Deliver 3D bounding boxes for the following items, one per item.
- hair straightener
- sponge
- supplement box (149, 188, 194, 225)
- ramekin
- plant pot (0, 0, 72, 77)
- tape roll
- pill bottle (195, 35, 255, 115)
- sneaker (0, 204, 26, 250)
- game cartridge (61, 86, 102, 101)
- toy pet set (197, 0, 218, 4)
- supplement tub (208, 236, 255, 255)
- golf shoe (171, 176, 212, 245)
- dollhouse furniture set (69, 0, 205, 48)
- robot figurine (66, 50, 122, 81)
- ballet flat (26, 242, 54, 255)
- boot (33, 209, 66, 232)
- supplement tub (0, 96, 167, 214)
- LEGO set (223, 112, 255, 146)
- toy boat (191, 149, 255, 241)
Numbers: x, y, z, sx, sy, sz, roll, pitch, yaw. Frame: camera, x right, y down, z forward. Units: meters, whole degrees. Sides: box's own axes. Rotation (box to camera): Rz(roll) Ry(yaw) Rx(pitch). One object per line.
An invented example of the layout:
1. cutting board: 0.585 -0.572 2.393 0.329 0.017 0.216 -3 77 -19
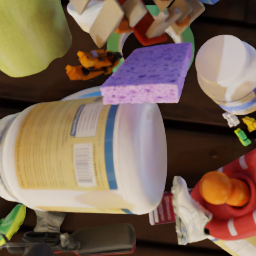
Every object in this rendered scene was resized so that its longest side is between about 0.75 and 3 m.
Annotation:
1. hair straightener: -1.141 1.944 5.008 2.577 0.992 0.527 1 55 1
2. sponge: 0.393 -0.933 4.483 1.080 1.936 0.289 -1 120 20
3. supplement box: 1.285 2.152 7.743 1.451 0.442 0.790 -7 82 0
4. ramekin: -0.769 -3.389 7.880 1.736 0.808 1.736 -16 41 14
5. plant pot: -2.390 -2.462 5.548 2.642 2.429 2.642 -12 45 12
6. tape roll: 0.645 -2.282 8.211 2.496 0.600 2.496 0 83 -1
7. pill bottle: 2.121 -1.038 5.704 1.189 2.123 1.189 -7 77 31
8. sneaker: -3.529 2.788 7.537 0.793 0.703 1.899 41 85 1
9. game cartridge: -1.102 -0.215 8.034 2.577 0.521 1.718 -21 80 -3
10. toy pet set: 1.710 -2.888 5.254 2.036 1.901 1.081 0 118 -15
11. supplement tub: 3.033 2.704 7.224 1.837 1.329 1.329 34 84 4
12. golf shoe: 1.009 1.280 4.454 0.597 0.481 1.228 -8 114 11
13. dollhouse furniture set: -0.102 -2.957 6.151 2.736 1.410 2.707 -24 80 -41
14. robot figurine: -0.628 -1.278 5.599 0.862 1.189 0.346 -37 83 35
15. ballet flat: -1.278 2.303 3.675 0.503 0.506 1.479 12 68 -10
16. boot: -2.436 2.491 7.729 1.329 0.450 0.868 23 90 4
17. supplement tub: -0.886 0.493 5.270 2.905 2.101 2.101 -4 83 20
18. LEGO set: 3.511 0.167 7.840 0.682 0.734 1.789 -30 84 -4
19. toy boat: 1.715 1.071 4.635 1.296 1.983 1.294 19 50 -24
